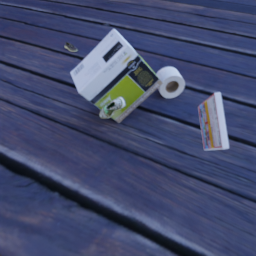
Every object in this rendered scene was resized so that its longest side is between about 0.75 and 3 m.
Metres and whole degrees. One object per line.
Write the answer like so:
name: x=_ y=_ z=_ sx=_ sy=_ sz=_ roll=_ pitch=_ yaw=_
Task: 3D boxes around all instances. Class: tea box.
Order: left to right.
tea box: x=-0.390 y=-1.697 z=9.539 sx=2.138 sy=2.104 sz=1.429 roll=-41 pitch=43 yaw=11

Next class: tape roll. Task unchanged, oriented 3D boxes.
tape roll: x=1.627 y=-1.791 z=11.070 sx=1.043 sy=1.043 sz=0.716 roll=-8 pitch=42 yaw=-9

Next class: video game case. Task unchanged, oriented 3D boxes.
video game case: x=2.121 y=-0.078 z=7.127 sx=0.158 sy=1.807 sz=1.292 roll=-7 pitch=84 yaw=1

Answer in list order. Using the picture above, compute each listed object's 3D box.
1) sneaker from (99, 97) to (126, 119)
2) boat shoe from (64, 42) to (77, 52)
sneaker: x=-0.594 y=-0.612 z=8.581 sx=0.479 sy=1.081 sz=0.416 roll=-7 pitch=69 yaw=-51
boat shoe: x=-2.968 y=-4.166 z=14.407 sx=0.909 sy=0.294 sz=0.333 roll=28 pitch=48 yaw=29
